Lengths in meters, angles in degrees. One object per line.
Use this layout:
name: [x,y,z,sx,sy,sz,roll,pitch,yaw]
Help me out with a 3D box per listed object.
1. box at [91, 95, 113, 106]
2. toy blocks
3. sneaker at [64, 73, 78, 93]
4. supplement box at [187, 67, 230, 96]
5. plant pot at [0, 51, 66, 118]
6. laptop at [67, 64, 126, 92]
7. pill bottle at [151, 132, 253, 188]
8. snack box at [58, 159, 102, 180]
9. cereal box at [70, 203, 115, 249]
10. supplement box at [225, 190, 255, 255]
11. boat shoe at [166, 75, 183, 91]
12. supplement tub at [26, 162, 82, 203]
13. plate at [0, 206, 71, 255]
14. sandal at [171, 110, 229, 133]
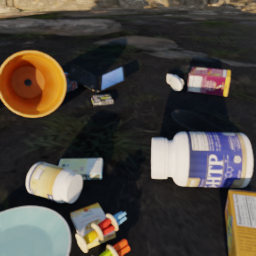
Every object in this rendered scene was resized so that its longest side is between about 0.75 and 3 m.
box: [-1.235,-1.319,13.253,0.934,0.207,0.748,-7,30,-13]
toy blocks: [-0.372,2.424,6.122,1.209,0.439,1.008,-24,56,-33]
sneaker: [-3.154,-2.266,14.255,1.090,0.905,2.282,8,31,10]
supplement box: [4.121,-2.377,14.301,1.975,1.019,1.293,10,31,17]
plant pot: [-4.284,-1.954,12.304,2.656,2.656,2.431,-13,16,-21]
laptop: [-1.644,-2.986,14.918,2.647,1.367,2.346,26,24,-16]
pill bottle: [1.969,0.892,7.961,2.579,1.544,1.544,1,29,3]
snack box: [-1.472,1.264,8.599,1.334,0.248,0.775,-1,29,-1]
cereal box: [-0.863,2.331,6.733,0.758,0.208,1.054,-15,33,-25]
supplement box: [2.542,2.510,5.717,0.940,0.909,2.732,6,29,14]
boat shoe: [2.591,-2.431,14.907,0.633,0.665,1.847,-6,20,-9]
supplement tub: [-1.968,1.481,7.522,1.263,0.912,0.912,11,31,20]
plate: [-2.474,2.689,5.846,2.607,0.333,2.607,-3,29,2]
sandal: [2.771,0.224,10.246,2.875,0.648,1.080,30,44,19]
